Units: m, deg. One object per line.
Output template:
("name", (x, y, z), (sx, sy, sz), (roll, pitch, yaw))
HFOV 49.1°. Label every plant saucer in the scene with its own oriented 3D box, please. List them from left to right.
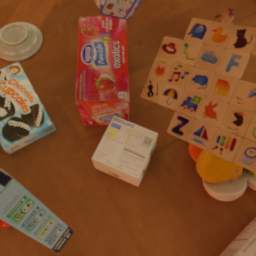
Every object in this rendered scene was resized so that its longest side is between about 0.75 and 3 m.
("plant saucer", (-3.765, -3.009, 9.397), (1.685, 0.423, 1.685), (0, 66, 0))

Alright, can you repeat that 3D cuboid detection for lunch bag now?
("lunch bag", (-0.039, -2.975, 5.970), (1.051, 1.311, 0.495), (-5, 60, -41))

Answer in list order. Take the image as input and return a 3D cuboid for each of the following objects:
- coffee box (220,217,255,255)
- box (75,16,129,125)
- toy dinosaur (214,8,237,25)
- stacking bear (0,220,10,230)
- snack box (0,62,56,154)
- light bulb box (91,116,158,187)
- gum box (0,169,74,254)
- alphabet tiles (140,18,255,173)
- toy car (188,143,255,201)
("coffee box", (2.884, 3.244, 6.174), (2.689, 1.073, 1.520), (-38, 71, -16))
("box", (-0.709, -1.672, 8.201), (1.405, 1.467, 2.942), (-2, 66, -1))
("toy dinosaur", (2.453, -2.392, 8.825), (2.590, 1.111, 1.755), (-29, 58, 4))
("stacking bear", (-3.259, 2.159, 7.027), (0.890, 0.506, 0.541), (34, 70, 9))
("snack box", (-3.378, -0.653, 8.288), (1.480, 0.473, 2.548), (-30, 69, -13))
("light bulb box", (-0.061, 0.625, 7.498), (1.338, 0.843, 1.350), (22, 67, 10))
("gum box", (-2.072, 1.056, 4.564), (1.927, 2.269, 0.505), (25, 64, 26))
("alphabet tiles", (1.219, -0.633, 4.123), (2.192, 0.083, 1.833), (26, 97, 35))
("toy car", (2.806, 0.462, 7.157), (2.547, 2.229, 1.910), (-11, 30, -4))
